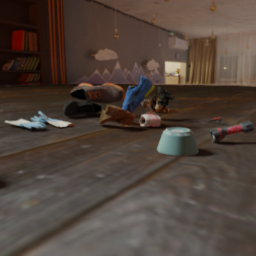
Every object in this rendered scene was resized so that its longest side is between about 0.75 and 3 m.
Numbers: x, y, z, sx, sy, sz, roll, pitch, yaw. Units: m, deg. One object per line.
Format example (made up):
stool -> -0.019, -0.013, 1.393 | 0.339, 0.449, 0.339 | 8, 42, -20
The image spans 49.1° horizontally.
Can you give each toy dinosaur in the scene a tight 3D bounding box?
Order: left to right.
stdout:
toy dinosaur -> 1.194, -0.858, 10.323 | 1.473, 1.000, 0.752 | 27, -8, 8

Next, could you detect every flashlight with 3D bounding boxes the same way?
flashlight -> 2.539, 0.090, 6.855 | 1.013, 0.343, 0.344 | -13, -21, 3

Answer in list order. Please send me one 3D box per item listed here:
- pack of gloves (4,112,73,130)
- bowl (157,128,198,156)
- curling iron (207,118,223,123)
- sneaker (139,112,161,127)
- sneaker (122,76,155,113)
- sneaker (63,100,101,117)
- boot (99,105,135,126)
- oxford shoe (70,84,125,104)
pack of gloves -> -2.878, -0.279, 9.023 | 1.717, 0.339, 1.443 | 11, 13, 39
bowl -> 1.095, 0.271, 6.162 | 0.909, 0.476, 0.909 | 0, 12, 0
curling iron -> 2.917, -0.255, 9.486 | 0.097, 0.189, 0.761 | 38, -13, -17
sneaker -> 0.612, -0.294, 9.153 | 0.597, 0.430, 1.141 | -1, 12, -13
sneaker -> 0.115, -0.972, 9.253 | 0.669, 1.706, 0.562 | 38, 24, -10
sneaker -> -1.775, -0.785, 11.081 | 0.789, 0.660, 1.738 | 6, 13, 38
boot -> -0.370, -0.299, 8.916 | 0.949, 0.469, 1.222 | 19, -31, -16
oxford shoe -> -1.261, -1.309, 11.343 | 2.350, 0.838, 0.857 | 4, 22, 26
